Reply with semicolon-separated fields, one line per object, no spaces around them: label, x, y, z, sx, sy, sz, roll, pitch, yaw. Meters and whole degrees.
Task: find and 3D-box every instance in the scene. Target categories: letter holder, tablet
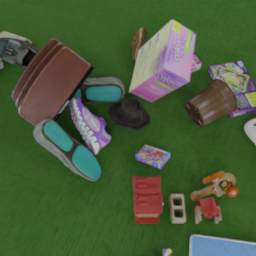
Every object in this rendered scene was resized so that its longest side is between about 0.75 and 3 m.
letter holder;-2.425;-1.389;8.424;1.703;1.205;2.397;36;95;-9
tablet;2.812;3.658;6.837;2.631;0.180;1.712;4;56;11

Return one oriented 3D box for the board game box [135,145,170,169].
board game box;0.734;0.854;8.353;0.859;0.192;0.578;17;40;31

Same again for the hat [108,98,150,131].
hat;0.098;-0.589;8.913;1.486;0.600;1.486;11;37;-8

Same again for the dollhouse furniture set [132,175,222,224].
dollhouse furniture set;1.288;1.914;7.393;2.369;1.275;0.963;0;60;0

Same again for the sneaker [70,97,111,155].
sneaker;-1.169;-0.148;8.831;0.855;0.778;1.933;-25;78;-23

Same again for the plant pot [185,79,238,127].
plant pot;2.616;-0.737;9.030;1.228;1.240;1.240;-32;65;-9

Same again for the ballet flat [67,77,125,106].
ballet flat;-1.500;-1.291;9.598;2.789;0.940;0.888;0;32;0

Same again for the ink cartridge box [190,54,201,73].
ink cartridge box;1.566;-2.280;10.360;2.061;0.382;0.976;-23;63;-10

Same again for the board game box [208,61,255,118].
board game box;3.827;-1.413;9.884;1.288;0.347;2.146;-9;60;-10

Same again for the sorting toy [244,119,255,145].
sorting toy;4.857;0.254;8.610;2.375;1.269;2.138;-26;44;-14

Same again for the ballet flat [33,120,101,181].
ballet flat;-1.732;0.693;8.046;2.336;0.744;0.787;48;46;-22

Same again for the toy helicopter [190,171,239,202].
toy helicopter;2.356;1.663;7.844;1.342;0.887;0.529;-26;32;4

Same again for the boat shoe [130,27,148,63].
boat shoe;0.385;-3.119;10.778;0.536;0.572;1.588;-6;63;35

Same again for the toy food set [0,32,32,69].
toy food set;-4.775;-2.886;10.653;1.360;0.572;1.895;25;61;27

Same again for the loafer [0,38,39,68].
loafer;-3.164;-2.252;8.962;2.325;0.731;0.835;18;101;-23

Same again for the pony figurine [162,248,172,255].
pony figurine;0.821;3.492;6.861;0.966;0.834;1.001;43;53;12

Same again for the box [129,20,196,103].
box;1.050;-2.015;8.863;0.953;1.971;1.734;22;66;-23
